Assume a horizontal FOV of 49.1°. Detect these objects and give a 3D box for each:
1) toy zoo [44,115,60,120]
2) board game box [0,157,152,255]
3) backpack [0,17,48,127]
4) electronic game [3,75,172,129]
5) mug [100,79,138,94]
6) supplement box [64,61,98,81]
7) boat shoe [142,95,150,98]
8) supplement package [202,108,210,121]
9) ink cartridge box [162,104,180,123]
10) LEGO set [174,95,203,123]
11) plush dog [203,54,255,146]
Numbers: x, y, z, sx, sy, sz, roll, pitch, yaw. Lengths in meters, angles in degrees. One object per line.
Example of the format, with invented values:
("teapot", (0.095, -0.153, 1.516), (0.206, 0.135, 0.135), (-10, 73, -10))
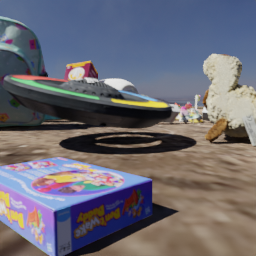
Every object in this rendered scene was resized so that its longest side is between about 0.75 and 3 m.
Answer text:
("toy zoo", (-3.876, -0.511, 11.762), (1.802, 0.281, 2.746), (5, 7, 44))
("board game box", (-0.465, 0.424, 1.860), (1.049, 0.235, 0.705), (5, 7, 44))
("backpack", (-3.514, -1.491, 7.522), (2.590, 2.947, 2.259), (-1, 12, -14))
("electronic game", (-0.646, -0.567, 4.958), (2.875, 0.598, 2.875), (11, 11, -2))
("mug", (-0.375, -1.375, 14.119), (2.542, 1.877, 2.229), (35, -17, -33))
("supplement box", (-2.331, -1.939, 13.423), (1.313, 2.380, 1.019), (-6, -33, 15))
("boat shoe", (0.371, -0.659, 10.773), (0.814, 0.917, 2.454), (-45, -15, 31))
("supplement package", (2.993, -0.570, 9.512), (0.789, 0.615, 0.438), (10, -34, 24))
("ink cartridge box", (1.207, -0.482, 9.173), (0.800, 0.335, 0.577), (5, -40, -27))
("LEGO set", (2.134, -0.749, 10.621), (1.194, 0.966, 2.596), (-1, 5, -11))
("plush dog", (2.145, -0.289, 5.460), (1.944, 1.560, 1.670), (34, 5, 24))
